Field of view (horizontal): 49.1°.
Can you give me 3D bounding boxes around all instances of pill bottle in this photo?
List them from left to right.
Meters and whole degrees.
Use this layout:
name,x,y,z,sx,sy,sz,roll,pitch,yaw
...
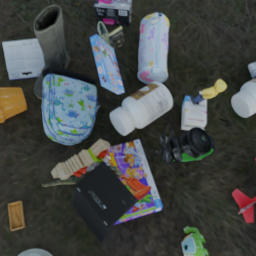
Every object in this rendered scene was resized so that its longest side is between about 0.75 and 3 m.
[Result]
name,x,y,z,sx,sy,sz,roll,pitch,yaw
pill bottle,-1.070,1.232,9.510,0.537,0.537,0.896,35,81,14
pill bottle,0.469,-0.701,10.474,2.209,1.263,1.263,-34,71,-21
pill bottle,5.247,-1.374,10.876,2.352,1.305,1.305,-30,70,-12

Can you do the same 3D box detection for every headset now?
name,x,y,z,sx,sy,sz,roll,pitch,yaw
headset,1.831,0.791,9.192,1.739,2.816,1.323,-22,60,30

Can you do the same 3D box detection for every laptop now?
name,x,y,z,sx,sy,sz,roll,pitch,yaw
laptop,-0.814,2.310,8.703,1.782,1.033,1.669,-43,69,-6

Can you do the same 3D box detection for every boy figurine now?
name,x,y,z,sx,sy,sz,roll,pitch,yaw
boy figurine,2.844,-1.254,9.961,0.814,1.309,0.422,1,64,-44

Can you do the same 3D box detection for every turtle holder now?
name,x,y,z,sx,sy,sz,roll,pitch,yaw
turtle holder,2.100,3.738,9.028,0.730,0.781,1.028,-17,76,11

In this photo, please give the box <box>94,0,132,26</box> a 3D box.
name,x,y,z,sx,sy,sz,roll,pitch,yaw
box,-0.649,-5.385,12.706,1.580,1.044,0.906,7,67,3

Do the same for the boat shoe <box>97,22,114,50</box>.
name,x,y,z,sx,sy,sz,roll,pitch,yaw
boat shoe,-0.960,-3.672,11.349,0.463,0.399,1.285,-25,86,2

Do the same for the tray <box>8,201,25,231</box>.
name,x,y,z,sx,sy,sz,roll,pitch,yaw
tray,-3.848,3.031,9.649,0.444,0.167,0.901,-14,69,-6

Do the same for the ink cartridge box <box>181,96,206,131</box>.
name,x,y,z,sx,sy,sz,roll,pitch,yaw
ink cartridge box,2.511,-0.460,10.767,0.818,0.797,1.273,7,67,3

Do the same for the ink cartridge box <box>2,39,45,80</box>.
name,x,y,z,sx,sy,sz,roll,pitch,yaw
ink cartridge box,-4.364,-2.890,11.879,1.587,0.323,1.590,-7,99,-4

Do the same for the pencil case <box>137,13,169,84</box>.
name,x,y,z,sx,sy,sz,roll,pitch,yaw
pencil case,1.085,-3.293,11.659,1.232,1.345,2.965,15,67,-24

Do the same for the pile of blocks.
name,x,y,z,sx,sy,sz,roll,pitch,yaw
pile of blocks,-1.358,1.156,8.825,2.031,0.834,0.631,-30,64,-11

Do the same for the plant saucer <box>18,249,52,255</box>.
name,x,y,z,sx,sy,sz,roll,pitch,yaw
plant saucer,-3.052,4.756,8.772,1.778,0.446,1.778,0,68,0

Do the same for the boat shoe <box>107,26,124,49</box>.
name,x,y,z,sx,sy,sz,roll,pitch,yaw
boat shoe,-0.408,-3.292,10.368,0.630,1.762,0.579,-31,101,-2

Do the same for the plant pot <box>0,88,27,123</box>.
name,x,y,z,sx,sy,sz,roll,pitch,yaw
plant pot,-4.685,-0.976,10.774,1.305,1.425,1.425,-17,67,-25

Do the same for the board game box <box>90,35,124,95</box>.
name,x,y,z,sx,sy,sz,roll,pitch,yaw
board game box,-0.708,-2.162,9.785,0.325,1.345,1.779,-19,77,19

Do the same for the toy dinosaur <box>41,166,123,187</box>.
name,x,y,z,sx,sy,sz,roll,pitch,yaw
toy dinosaur,-1.353,1.799,8.944,2.474,1.090,0.587,-13,36,-1

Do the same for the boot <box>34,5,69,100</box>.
name,x,y,z,sx,sy,sz,roll,pitch,yaw
boot,-2.993,-2.699,10.554,1.033,2.847,2.589,17,69,-4

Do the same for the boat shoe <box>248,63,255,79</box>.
name,x,y,z,sx,sy,sz,roll,pitch,yaw
boat shoe,6.098,-2.701,11.721,2.107,0.775,0.703,-15,69,-5

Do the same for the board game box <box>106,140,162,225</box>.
name,x,y,z,sx,sy,sz,roll,pitch,yaw
board game box,-0.042,1.839,9.805,1.721,0.573,2.559,-16,63,-6

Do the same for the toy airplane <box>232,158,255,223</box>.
name,x,y,z,sx,sy,sz,roll,pitch,yaw
toy airplane,4.807,2.355,9.719,2.702,0.497,2.702,2,80,-9

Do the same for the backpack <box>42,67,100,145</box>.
name,x,y,z,sx,sy,sz,roll,pitch,yaw
backpack,-2.152,-0.726,10.327,2.208,2.081,2.707,16,79,-31
